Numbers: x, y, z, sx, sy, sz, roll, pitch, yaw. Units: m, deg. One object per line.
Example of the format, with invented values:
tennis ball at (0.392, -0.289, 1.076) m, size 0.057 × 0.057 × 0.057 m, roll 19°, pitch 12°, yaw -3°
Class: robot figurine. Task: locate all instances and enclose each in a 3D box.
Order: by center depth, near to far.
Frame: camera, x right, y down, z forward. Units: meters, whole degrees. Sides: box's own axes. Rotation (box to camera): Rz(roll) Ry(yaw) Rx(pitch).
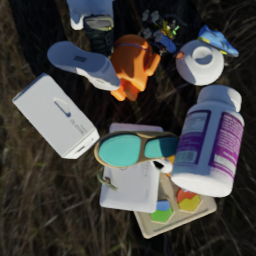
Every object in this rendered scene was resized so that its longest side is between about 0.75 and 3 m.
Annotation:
robot figurine at (0.073, -2.090, 9.397) m, size 1.352 × 1.668 × 2.319 m, roll 17°, pitch 75°, yaw -25°

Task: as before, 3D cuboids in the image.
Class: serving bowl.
serving bowl at (2.562, -2.396, 9.869) m, size 1.685 × 0.554 × 1.685 m, roll 0°, pitch 78°, yaw 1°

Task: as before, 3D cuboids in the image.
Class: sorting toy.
sorting toy at (1.264, 1.940, 8.945) m, size 2.539 × 0.463 × 2.350 m, roll -21°, pitch 78°, yaw -5°

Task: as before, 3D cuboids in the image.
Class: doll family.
doll family at (1.174, -2.977, 9.157) m, size 0.854 × 1.257 × 2.175 m, roll -23°, pitch 50°, yaw 34°

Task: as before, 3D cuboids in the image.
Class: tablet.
tablet at (0.117, 1.204, 8.912) m, size 1.758 × 0.184 × 2.701 m, roll 5°, pitch 74°, yaw 8°

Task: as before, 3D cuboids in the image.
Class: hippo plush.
hippo plush at (-1.189, -4.274, 9.519) m, size 1.516 × 1.886 × 1.502 m, roll 10°, pitch 66°, yaw 10°

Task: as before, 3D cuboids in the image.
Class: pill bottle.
pill bottle at (2.064, 0.278, 7.070) m, size 1.449 × 1.449 × 2.581 m, roll 19°, pitch 69°, yaw 4°

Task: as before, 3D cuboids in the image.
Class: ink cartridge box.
ink cartridge box at (-1.893, -0.178, 8.028) m, size 1.104 × 2.667 × 1.944 m, roll -42°, pitch 88°, yaw -7°

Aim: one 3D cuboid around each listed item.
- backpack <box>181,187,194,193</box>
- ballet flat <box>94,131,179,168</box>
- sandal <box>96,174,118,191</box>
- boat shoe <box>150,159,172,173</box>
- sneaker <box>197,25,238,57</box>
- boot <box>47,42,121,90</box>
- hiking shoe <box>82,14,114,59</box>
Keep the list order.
backpack at (1.885, 1.348, 8.269) m, size 0.835 × 1.033 × 1.084 m, roll -17°, pitch 64°, yaw -20°
ballet flat at (0.138, 0.463, 6.909) m, size 2.636 × 0.831 × 0.905 m, roll 3°, pitch 103°, yaw -40°
sandal at (-0.621, 1.649, 8.621) m, size 0.819 × 0.325 × 0.234 m, roll 33°, pitch 92°, yaw 5°
boat shoe at (0.918, 1.096, 8.244) m, size 0.481 × 1.308 × 0.437 m, roll -21°, pitch 48°, yaw 25°
sneaker at (3.071, -2.885, 9.315) m, size 1.534 × 0.505 × 0.601 m, roll 24°, pitch 96°, yaw -9°
boot at (-1.333, -1.771, 8.442) m, size 2.450 × 1.171 × 0.901 m, roll 28°, pitch 78°, yaw 32°
hiking shoe at (-0.782, -2.598, 8.462) m, size 0.879 × 2.321 × 1.169 m, roll -6°, pitch 91°, yaw 7°
